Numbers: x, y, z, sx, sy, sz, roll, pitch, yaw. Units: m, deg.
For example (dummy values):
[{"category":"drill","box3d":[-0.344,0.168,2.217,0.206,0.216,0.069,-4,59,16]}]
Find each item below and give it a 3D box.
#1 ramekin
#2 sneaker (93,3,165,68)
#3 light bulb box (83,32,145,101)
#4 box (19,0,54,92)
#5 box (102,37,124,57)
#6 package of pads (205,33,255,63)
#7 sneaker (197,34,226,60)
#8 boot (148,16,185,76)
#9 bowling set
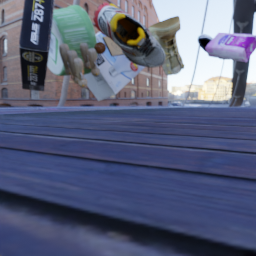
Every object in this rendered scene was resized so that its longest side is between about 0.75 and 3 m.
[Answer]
[{"category":"ramekin","box3d":[-2.143,-2.898,9.585,1.145,2.344,2.344,-20,16,-32]},{"category":"sneaker","box3d":[0.182,-2.265,7.472,2.454,0.955,1.008,24,15,-41]},{"category":"light bulb box","box3d":[-0.906,-3.025,12.733,1.578,2.507,2.529,-9,32,53]},{"category":"box","box3d":[-2.214,-2.566,6.922,0.664,2.704,2.180,4,-16,-17]},{"category":"box","box3d":[-0.387,-2.881,9.826,0.921,0.753,0.098,-20,-9,-41]},{"category":"package of pads","box3d":[3.575,-2.823,9.746,1.515,0.913,0.573,24,-21,42]},{"category":"sneaker","box3d":[3.470,-3.131,11.191,1.684,0.654,1.178,28,29,5]},{"category":"boot","box3d":[1.592,-2.983,10.527,0.969,2.069,2.662,-23,18,-2]},{"category":"bowling set","box3d":[-1.025,-1.644,7.209,1.132,0.873,1.626,-18,38,-16]}]
